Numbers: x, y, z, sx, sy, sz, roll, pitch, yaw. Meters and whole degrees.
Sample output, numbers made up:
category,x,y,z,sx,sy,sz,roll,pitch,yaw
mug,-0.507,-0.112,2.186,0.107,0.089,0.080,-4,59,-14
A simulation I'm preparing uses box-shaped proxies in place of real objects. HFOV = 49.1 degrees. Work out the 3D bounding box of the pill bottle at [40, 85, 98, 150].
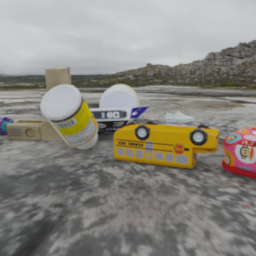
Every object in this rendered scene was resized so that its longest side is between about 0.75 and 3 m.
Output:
category,x,y,z,sx,sy,sz,roll,pitch,yaw
pill bottle,-1.713,-0.213,8.826,1.236,1.236,2.262,3,-31,16

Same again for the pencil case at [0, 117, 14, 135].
category,x,y,z,sx,sy,sz,roll,pitch,yaw
pencil case,-5.629,-0.191,12.306,0.723,0.785,1.699,-14,18,-42

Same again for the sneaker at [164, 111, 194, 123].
category,x,y,z,sx,sy,sz,roll,pitch,yaw
sneaker,2.706,-0.580,14.824,1.626,0.576,0.594,-1,11,-5

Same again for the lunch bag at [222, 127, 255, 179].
category,x,y,z,sx,sy,sz,roll,pitch,yaw
lunch bag,3.939,0.650,7.289,2.274,1.058,2.582,10,15,43

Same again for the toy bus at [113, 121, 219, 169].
category,x,y,z,sx,sy,sz,roll,pitch,yaw
toy bus,1.062,0.455,8.078,2.904,1.137,0.945,4,10,21

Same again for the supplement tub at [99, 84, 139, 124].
category,x,y,z,sx,sy,sz,roll,pitch,yaw
supplement tub,-0.424,-1.196,14.357,1.975,1.975,2.716,0,12,1

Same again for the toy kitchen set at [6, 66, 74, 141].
category,x,y,z,sx,sy,sz,roll,pitch,yaw
toy kitchen set,-3.481,-0.788,10.349,2.460,2.727,2.225,1,18,6

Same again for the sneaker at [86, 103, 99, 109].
category,x,y,z,sx,sy,sz,roll,pitch,yaw
sneaker,-1.872,-0.980,16.533,2.415,0.903,1.283,2,2,-35

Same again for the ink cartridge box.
category,x,y,z,sx,sy,sz,roll,pitch,yaw
ink cartridge box,-0.753,-0.323,11.432,2.866,0.622,2.839,-4,-6,-7
